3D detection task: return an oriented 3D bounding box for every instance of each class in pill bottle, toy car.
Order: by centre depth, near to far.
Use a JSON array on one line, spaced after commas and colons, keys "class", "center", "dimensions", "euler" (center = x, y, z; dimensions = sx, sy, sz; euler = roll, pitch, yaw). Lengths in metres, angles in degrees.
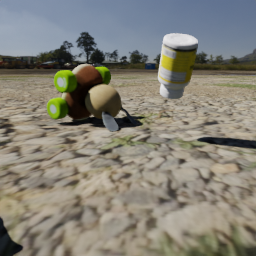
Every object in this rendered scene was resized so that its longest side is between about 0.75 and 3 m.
[{"class": "pill bottle", "center": [1.118, -1.409, 6.555], "dimensions": [0.776, 1.394, 0.776], "euler": [3, 37, -3]}, {"class": "toy car", "center": [-0.949, -0.691, 9.062], "dimensions": [2.480, 1.957, 2.037], "euler": [39, 34, 21]}]
